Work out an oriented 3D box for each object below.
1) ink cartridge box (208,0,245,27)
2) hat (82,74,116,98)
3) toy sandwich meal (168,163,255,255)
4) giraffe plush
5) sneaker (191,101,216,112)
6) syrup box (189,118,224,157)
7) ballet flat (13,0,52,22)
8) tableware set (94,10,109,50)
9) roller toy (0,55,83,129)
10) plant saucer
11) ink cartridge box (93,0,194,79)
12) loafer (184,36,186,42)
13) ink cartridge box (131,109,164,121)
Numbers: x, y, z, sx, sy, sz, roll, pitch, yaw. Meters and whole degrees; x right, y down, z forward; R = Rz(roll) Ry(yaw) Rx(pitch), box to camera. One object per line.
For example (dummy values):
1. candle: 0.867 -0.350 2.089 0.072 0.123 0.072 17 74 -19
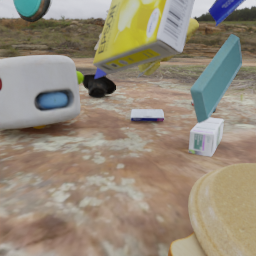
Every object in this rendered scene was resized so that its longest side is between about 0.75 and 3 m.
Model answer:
1. ink cartridge box: 2.269 -2.874 6.041 0.913 0.360 1.835 -38 12 41
2. hat: -1.486 -1.863 13.496 1.727 1.727 0.697 6 62 18
3. toy sandwich meal: 1.660 1.328 2.826 2.598 0.890 2.598 10 25 -5
4. giraffe plush: 0.511 -3.319 9.572 2.961 2.401 2.555 -39 -2 -39
5. sneaker: 3.080 -1.236 11.332 0.547 0.878 1.639 -3 17 -10
6. syrup box: 2.041 0.187 7.244 0.592 0.572 1.453 9 20 26
7. ballet flat: -2.039 -2.855 5.804 2.311 0.786 0.790 56 15 26
8. tableware set: -0.012 -2.857 7.531 1.409 2.091 0.321 14 -23 22
9. roller toy: -2.908 -0.995 8.538 2.963 2.070 2.703 -6 8 1
10. plant saucer: 1.843 -1.045 5.583 0.211 0.779 2.229 7 43 37
11. ink cartridge box: 0.162 -2.396 5.269 0.634 2.666 2.697 21 -13 -36
12. loafer: 0.901 -2.632 6.779 0.538 1.546 0.581 -34 33 7
13. ink cartridge box: 0.665 -0.405 9.743 1.124 0.248 1.145 1 19 3
